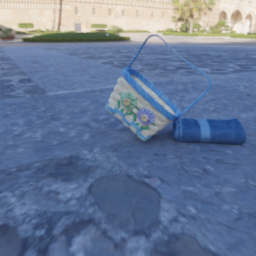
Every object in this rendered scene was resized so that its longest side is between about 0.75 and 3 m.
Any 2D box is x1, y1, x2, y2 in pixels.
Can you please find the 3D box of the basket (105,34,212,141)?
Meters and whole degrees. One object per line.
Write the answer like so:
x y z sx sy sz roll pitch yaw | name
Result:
0.869 -1.134 8.948 2.491 2.825 1.965 40 14 4 | basket

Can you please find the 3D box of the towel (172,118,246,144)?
2.674 0.070 9.468 2.341 0.568 1.307 3 22 7 | towel
